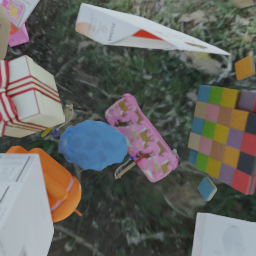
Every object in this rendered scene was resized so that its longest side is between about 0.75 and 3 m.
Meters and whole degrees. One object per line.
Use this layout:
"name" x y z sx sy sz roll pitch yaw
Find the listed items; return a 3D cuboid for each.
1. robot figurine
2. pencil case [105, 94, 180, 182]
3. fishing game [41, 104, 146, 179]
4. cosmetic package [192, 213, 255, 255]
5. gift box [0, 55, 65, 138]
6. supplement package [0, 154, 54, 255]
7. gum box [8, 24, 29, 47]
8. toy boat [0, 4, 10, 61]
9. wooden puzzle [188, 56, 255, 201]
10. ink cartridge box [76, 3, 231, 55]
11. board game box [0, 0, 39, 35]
"robot figurine" -1.639 1.089 5.357 1.272 1.031 1.768 -36 111 25
"pencil case" 0.285 0.197 5.971 0.824 0.788 1.904 -36 80 -6
"fishing game" -0.675 0.348 5.525 1.916 1.372 0.298 31 34 -23
"cosmetic package" 2.338 2.874 6.726 1.380 0.851 1.385 11 74 3
"gift box" -1.788 -0.381 4.465 1.157 1.081 1.068 -23 79 6
"supplement package" -1.848 1.488 4.096 0.988 1.783 1.388 1 31 2
"gum box" -3.721 -3.636 8.542 0.629 1.080 1.904 -19 74 -6
"toy boat" -3.021 -1.997 5.705 0.904 0.902 1.383 2 76 10
"wooden puzzle" 1.866 0.093 5.432 0.207 1.747 2.946 3 102 -27
"ink cartridge box" 0.453 -1.576 5.130 2.269 0.569 1.840 38 32 30
"board game box" -2.822 -3.570 6.571 0.436 1.656 2.164 -5 54 45
